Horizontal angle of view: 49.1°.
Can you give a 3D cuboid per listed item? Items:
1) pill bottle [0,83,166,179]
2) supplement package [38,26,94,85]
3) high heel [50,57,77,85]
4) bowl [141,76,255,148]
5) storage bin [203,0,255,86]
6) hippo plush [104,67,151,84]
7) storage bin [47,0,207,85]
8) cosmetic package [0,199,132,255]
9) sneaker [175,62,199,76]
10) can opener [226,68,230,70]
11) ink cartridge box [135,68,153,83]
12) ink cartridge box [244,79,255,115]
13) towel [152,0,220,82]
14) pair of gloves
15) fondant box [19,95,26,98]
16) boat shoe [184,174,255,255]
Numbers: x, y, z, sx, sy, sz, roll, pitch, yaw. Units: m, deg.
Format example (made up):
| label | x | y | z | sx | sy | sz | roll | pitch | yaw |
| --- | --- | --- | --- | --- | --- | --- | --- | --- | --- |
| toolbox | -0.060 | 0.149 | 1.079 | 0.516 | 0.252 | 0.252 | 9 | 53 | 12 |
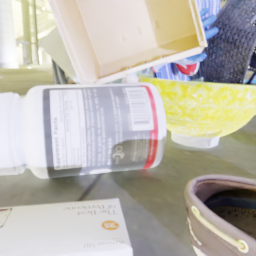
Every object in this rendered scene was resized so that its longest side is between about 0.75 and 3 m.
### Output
| label | x | y | z | sx | sy | sz | roll | pitch | yaw |
| --- | --- | --- | --- | --- | --- | --- | --- | --- | --- |
| pill bottle | -0.927 | 0.041 | 5.098 | 2.889 | 1.645 | 1.645 | -4 | 15 | -13 |
| supplement package | -1.508 | -1.991 | 7.944 | 1.695 | 0.991 | 0.994 | 46 | 0 | 11 |
| high heel | -1.107 | -1.820 | 9.612 | 2.956 | 2.107 | 1.055 | -13 | 25 | -18 |
| bowl | 1.700 | -0.409 | 6.842 | 2.870 | 1.544 | 2.870 | 4 | 12 | -1 |
| storage bin | 2.472 | -1.772 | 6.198 | 0.982 | 2.094 | 1.416 | 32 | 73 | 25 |
| hippo plush | 0.045 | -1.325 | 6.913 | 1.112 | 1.101 | 1.382 | -33 | 24 | -29 |
| storage bin | -0.025 | -1.824 | 4.265 | 1.985 | 1.970 | 0.930 | -14 | 16 | 18 |
| cosmetic package | -1.163 | 1.221 | 2.742 | 2.303 | 0.583 | 0.950 | -2 | 16 | -9 |
| sneaker | 1.172 | -1.930 | 6.396 | 0.593 | 1.541 | 0.654 | -15 | -5 | 31 |
| can opener | 3.368 | -2.294 | 10.438 | 0.684 | 0.848 | 2.158 | -38 | -1 | -8 |
| ink cartridge box | 0.960 | -1.709 | 8.759 | 2.878 | 2.110 | 1.195 | -24 | 59 | -16 |
| ink cartridge box | 3.335 | -0.970 | 9.006 | 1.429 | 0.614 | 1.046 | -1 | 51 | 23 |
| towel | 1.592 | -2.241 | 7.166 | 2.839 | 2.056 | 0.339 | -19 | 14 | -35 |
| pair of gloves | 0.713 | -2.174 | 5.679 | 1.789 | 2.225 | 0.253 | -31 | -1 | 44 |
| fondant box | -2.988 | -0.861 | 10.362 | 1.628 | 0.657 | 2.256 | 12 | 18 | 33 |
| boat shoe | 1.760 | 1.063 | 2.210 | 2.859 | 0.851 | 1.027 | 11 | 45 | 41 |
